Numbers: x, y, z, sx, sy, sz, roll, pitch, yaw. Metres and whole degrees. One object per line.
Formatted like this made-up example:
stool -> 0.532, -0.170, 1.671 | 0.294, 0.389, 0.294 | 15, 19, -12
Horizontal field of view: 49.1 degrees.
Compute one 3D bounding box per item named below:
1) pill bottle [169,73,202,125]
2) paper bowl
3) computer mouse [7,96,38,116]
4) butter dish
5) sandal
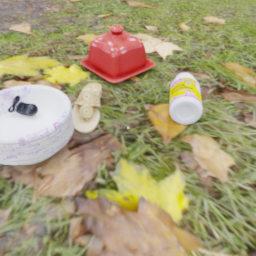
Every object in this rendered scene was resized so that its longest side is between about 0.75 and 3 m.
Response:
pill bottle -> 2.148, -1.203, 10.580 | 1.148, 1.148, 2.202 | 4, 39, 5
paper bowl -> -3.181, -0.004, 8.822 | 2.919, 1.518, 2.919 | 0, 38, 0
computer mouse -> -3.350, -0.635, 9.123 | 0.946, 0.249, 0.655 | 18, 68, 6
butter dish -> -0.497, -3.630, 12.814 | 2.805, 2.073, 2.797 | -30, 47, -31
sandal -> -1.569, -1.121, 10.607 | 1.104, 0.990, 3.010 | 2, 39, 3
